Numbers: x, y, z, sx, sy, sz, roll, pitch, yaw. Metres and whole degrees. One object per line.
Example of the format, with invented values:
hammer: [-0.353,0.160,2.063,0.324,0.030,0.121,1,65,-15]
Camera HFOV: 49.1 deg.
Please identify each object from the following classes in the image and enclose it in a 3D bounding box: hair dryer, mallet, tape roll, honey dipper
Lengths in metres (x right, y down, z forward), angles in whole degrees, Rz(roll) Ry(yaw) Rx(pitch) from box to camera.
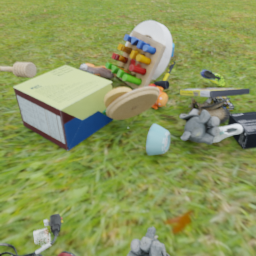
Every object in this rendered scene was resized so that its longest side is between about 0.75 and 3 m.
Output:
hair dryer: [-1.763,2.891,5.354,1.721,0.614,2.259,-29,37,-9]
mallet: [1.521,-2.155,11.522,0.591,0.369,1.795,-6,41,30]
tape roll: [0.782,-3.256,12.082,0.474,2.595,2.595,5,26,-42]
honey dipper: [-4.793,-2.288,10.864,2.987,0.567,0.567,10,36,30]

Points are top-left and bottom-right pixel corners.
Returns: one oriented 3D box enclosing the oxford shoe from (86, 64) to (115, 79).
oxford shoe: [-1.377,-2.413,12.622,1.685,0.601,0.614,14,52,23]

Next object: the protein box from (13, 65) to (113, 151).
protein box: [-2.082,-0.789,9.429,2.282,1.540,2.266,24,42,30]

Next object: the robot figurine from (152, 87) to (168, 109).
robot figurine: [1.060,-1.143,10.532,0.979,0.571,0.704,27,75,31]

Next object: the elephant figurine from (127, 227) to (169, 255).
elephant figurine: [0.506,2.499,5.537,0.780,1.103,0.855,14,78,27]

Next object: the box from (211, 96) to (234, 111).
box: [3.609,-0.942,10.822,0.654,0.202,0.819,-3,36,-7]

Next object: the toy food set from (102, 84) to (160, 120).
toy food set: [0.101,-0.831,9.067,1.945,1.926,0.473,-20,73,-14]

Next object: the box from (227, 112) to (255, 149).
box: [4.276,0.021,9.073,1.673,0.660,1.181,-5,37,-7]

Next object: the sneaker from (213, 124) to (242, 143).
sneaker: [2.903,0.157,8.649,1.145,0.431,0.507,-24,-10,29]

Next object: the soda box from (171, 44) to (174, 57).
soda box: [1.553,-4.213,15.067,1.749,0.561,0.593,3,36,5]

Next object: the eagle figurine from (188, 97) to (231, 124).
eagle figurine: [2.796,-0.672,9.657,1.333,1.006,1.011,19,13,30]

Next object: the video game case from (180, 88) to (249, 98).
video game case: [3.030,-1.269,9.945,1.786,0.228,1.614,-7,11,-27]

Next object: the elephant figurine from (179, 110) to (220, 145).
elephant figurine: [2.115,-0.052,8.857,1.202,1.097,1.550,25,4,-16]

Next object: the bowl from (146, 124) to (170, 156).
bowl: [0.908,0.383,8.064,0.489,0.936,0.936,11,37,21]

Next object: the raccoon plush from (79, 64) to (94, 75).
raccoon plush: [-1.651,-2.261,11.389,0.750,1.549,1.038,23,56,-15]

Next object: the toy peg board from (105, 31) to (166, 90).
toy peg board: [0.138,-2.846,11.582,1.039,2.116,2.124,7,26,-43]

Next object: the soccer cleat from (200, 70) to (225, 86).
soccer cleat: [3.619,-2.147,12.000,1.220,0.394,0.510,23,1,-21]
